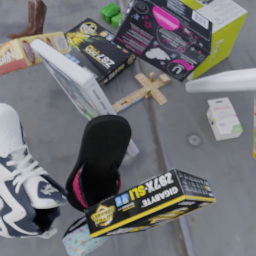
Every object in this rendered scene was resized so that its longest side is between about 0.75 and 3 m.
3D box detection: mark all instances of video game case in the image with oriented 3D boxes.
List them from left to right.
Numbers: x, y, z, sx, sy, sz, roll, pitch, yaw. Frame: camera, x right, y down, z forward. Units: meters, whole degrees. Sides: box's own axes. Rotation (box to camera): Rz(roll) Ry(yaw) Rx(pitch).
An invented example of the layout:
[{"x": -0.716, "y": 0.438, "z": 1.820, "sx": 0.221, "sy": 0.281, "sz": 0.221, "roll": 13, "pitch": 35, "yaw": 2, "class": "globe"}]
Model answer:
[{"x": -1.034, "y": -0.694, "z": 6.551, "sx": 0.316, "sy": 2.460, "sz": 2.706, "roll": -42, "pitch": 46, "yaw": -10, "class": "video game case"}]

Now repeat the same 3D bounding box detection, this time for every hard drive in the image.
[{"x": 2.985, "y": -1.282, "z": 7.435, "sx": 1.723, "sy": 2.612, "sz": 0.349, "roll": -17, "pitch": 103, "yaw": -21, "class": "hard drive"}]

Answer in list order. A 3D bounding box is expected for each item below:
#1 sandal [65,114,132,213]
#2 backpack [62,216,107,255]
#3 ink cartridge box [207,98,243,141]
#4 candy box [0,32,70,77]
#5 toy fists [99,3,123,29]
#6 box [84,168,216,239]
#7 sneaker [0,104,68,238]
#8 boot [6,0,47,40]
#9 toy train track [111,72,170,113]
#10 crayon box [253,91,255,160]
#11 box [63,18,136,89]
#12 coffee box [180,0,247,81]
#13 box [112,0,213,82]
[{"x": -0.593, "y": 1.001, "z": 5.378, "sx": 1.103, "sy": 2.937, "sz": 0.662, "roll": -1, "pitch": 46, "yaw": -18, "class": "sandal"}, {"x": -0.843, "y": 2.239, "z": 5.853, "sx": 1.025, "sy": 0.855, "sz": 0.649, "roll": -26, "pitch": 63, "yaw": -23, "class": "backpack"}, {"x": 3.082, "y": -0.302, "z": 9.144, "sx": 0.769, "sy": 0.442, "sz": 1.313, "roll": -8, "pitch": 61, "yaw": -5, "class": "ink cartridge box"}, {"x": -2.837, "y": -2.030, "z": 7.743, "sx": 1.482, "sy": 0.710, "sz": 2.568, "roll": -13, "pitch": 18, "yaw": 17, "class": "candy box"}, {"x": -0.508, "y": -4.528, "z": 11.499, "sx": 0.806, "sy": 0.543, "sz": 1.580, "roll": -38, "pitch": 65, "yaw": -27, "class": "toy fists"}, {"x": 0.535, "y": 1.462, "z": 5.266, "sx": 1.775, "sy": 2.223, "sz": 0.549, "roll": -27, "pitch": 64, "yaw": 19, "class": "box"}, {"x": -1.727, "y": 0.827, "z": 4.891, "sx": 1.606, "sy": 0.985, "sz": 2.468, "roll": 3, "pitch": 94, "yaw": 26, "class": "sneaker"}, {"x": -3.119, "y": -3.347, "z": 8.693, "sx": 0.444, "sy": 1.382, "sz": 1.288, "roll": 23, "pitch": 19, "yaw": 27, "class": "boot"}, {"x": 0.326, "y": -1.198, "z": 9.664, "sx": 2.703, "sy": 0.440, "sz": 1.550, "roll": -32, "pitch": 65, "yaw": -16, "class": "toy train track"}, {"x": 3.256, "y": 0.041, "z": 6.370, "sx": 0.456, "sy": 1.767, "sz": 1.111, "roll": -4, "pitch": 17, "yaw": 6, "class": "crayon box"}, {"x": -1.321, "y": -2.797, "z": 10.445, "sx": 2.614, "sy": 0.642, "sz": 2.107, "roll": 40, "pitch": 71, "yaw": 20, "class": "box"}, {"x": 2.452, "y": -3.364, "z": 9.930, "sx": 2.070, "sy": 2.067, "sz": 2.047, "roll": -34, "pitch": 66, "yaw": -18, "class": "coffee box"}, {"x": 0.882, "y": -2.403, "z": 7.022, "sx": 2.127, "sy": 1.220, "sz": 1.405, "roll": 27, "pitch": 52, "yaw": -16, "class": "box"}]
